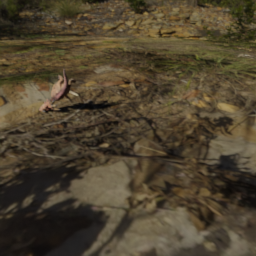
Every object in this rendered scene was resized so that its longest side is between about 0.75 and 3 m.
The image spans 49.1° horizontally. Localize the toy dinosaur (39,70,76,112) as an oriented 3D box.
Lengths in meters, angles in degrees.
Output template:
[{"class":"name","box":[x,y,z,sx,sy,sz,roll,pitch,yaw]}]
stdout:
[{"class":"toy dinosaur","box":[-3.809,-1.880,15.509,1.135,2.645,1.793,30,41,-13]}]
